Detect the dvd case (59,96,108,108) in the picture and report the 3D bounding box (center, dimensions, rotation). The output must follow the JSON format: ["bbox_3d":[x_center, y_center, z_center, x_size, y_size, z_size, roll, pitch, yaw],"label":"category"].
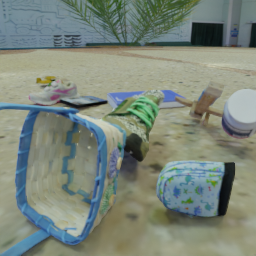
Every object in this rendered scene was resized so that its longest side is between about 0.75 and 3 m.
[{"bbox_3d":[-1.607,-0.967,10.217,1.032,0.127,1.447,20,23,37],"label":"dvd case"}]

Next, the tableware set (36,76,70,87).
[{"bbox_3d":[-3.887,-2.271,13.940,1.917,0.294,1.291,18,29,38],"label":"tableware set"}]

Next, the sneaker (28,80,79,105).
[{"bbox_3d":[-2.751,-1.356,10.438,1.885,0.832,0.767,-11,22,-29],"label":"sneaker"}]

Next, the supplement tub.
[{"bbox_3d":[2.535,-0.277,6.184,0.844,0.844,1.203,6,-15,16],"label":"supplement tub"}]

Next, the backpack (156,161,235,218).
[{"bbox_3d":[0.935,0.861,4.074,1.041,0.849,0.800,14,24,23],"label":"backpack"}]

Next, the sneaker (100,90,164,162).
[{"bbox_3d":[0.198,-0.316,5.905,1.131,1.303,2.941,38,11,-9],"label":"sneaker"}]

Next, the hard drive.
[{"bbox_3d":[0.631,-1.047,10.330,2.539,0.322,1.675,-5,20,-14],"label":"hard drive"}]

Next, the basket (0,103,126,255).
[{"bbox_3d":[-0.954,0.556,3.581,1.442,1.828,2.073,18,16,32],"label":"basket"}]

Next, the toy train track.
[{"bbox_3d":[1.937,-0.522,7.231,1.557,0.442,2.715,19,-9,8],"label":"toy train track"}]
